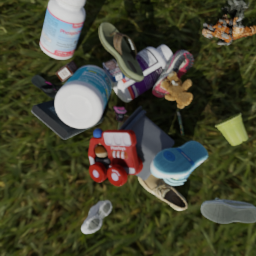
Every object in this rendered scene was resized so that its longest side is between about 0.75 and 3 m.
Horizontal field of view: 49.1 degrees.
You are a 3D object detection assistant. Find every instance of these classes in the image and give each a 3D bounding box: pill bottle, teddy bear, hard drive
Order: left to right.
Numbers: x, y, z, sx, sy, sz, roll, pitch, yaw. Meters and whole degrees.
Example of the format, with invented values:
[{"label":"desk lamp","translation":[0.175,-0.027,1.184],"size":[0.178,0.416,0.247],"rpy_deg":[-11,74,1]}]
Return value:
[{"label":"pill bottle","translation":[-2.579,-4.222,11.246],"size":[1.463,2.690,1.463],"rpy_deg":[16,45,-17]},{"label":"hard drive","translation":[-2.213,-0.529,10.782],"size":[1.692,2.424,0.399],"rpy_deg":[38,119,13]},{"label":"pill bottle","translation":[-1.528,-1.341,10.526],"size":[1.656,2.989,1.656],"rpy_deg":[3,119,5]},{"label":"pill bottle","translation":[0.578,-2.299,11.549],"size":[2.642,1.485,1.485],"rpy_deg":[-33,79,-7]},{"label":"teddy bear","translation":[1.785,-1.376,10.164],"size":[1.462,0.488,1.060],"rpy_deg":[37,94,28]}]

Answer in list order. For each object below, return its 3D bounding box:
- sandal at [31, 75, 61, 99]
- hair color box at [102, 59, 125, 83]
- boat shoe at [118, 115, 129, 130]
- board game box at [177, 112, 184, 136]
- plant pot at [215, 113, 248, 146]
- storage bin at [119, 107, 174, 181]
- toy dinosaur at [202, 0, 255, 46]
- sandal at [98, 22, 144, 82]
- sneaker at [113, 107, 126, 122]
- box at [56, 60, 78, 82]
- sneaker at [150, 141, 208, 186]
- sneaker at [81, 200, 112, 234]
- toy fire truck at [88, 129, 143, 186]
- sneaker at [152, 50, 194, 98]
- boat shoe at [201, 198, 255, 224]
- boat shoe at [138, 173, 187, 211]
[{"label":"sandal","translation":[-3.481,-1.748,11.990],"size":[1.607,0.385,0.604],"rpy_deg":[28,79,6]},{"label":"hair color box","translation":[-0.550,-2.170,10.618],"size":[0.507,0.307,1.013],"rpy_deg":[-24,48,-11]},{"label":"boat shoe","translation":[0.035,0.418,10.628],"size":[0.679,0.609,1.835],"rpy_deg":[-3,90,-37]},{"label":"board game box","translation":[2.153,-0.167,11.531],"size":[0.112,0.502,0.958],"rpy_deg":[-10,82,10]},{"label":"plant pot","translation":[3.817,0.112,10.132],"size":[1.008,1.008,0.927],"rpy_deg":[-27,88,-6]},{"label":"storage bin","translation":[0.530,0.682,10.276],"size":[1.724,2.567,1.868],"rpy_deg":[38,59,8]},{"label":"toy dinosaur","translation":[4.642,-4.533,12.399],"size":[2.599,1.327,1.764],"rpy_deg":[0,95,-17]},{"label":"sandal","translation":[-0.114,-2.955,10.464],"size":[1.128,0.810,2.840],"rpy_deg":[-12,62,-43]},{"label":"sneaker","translation":[-0.326,-0.485,10.157],"size":[0.426,1.078,0.514],"rpy_deg":[3,103,-6]},{"label":"box","translation":[-2.318,-2.184,10.689],"size":[0.564,1.126,0.422],"rpy_deg":[-32,111,14]},{"label":"sneaker","translation":[1.438,1.447,9.235],"size":[2.581,1.685,1.026],"rpy_deg":[-11,53,-42]},{"label":"sneaker","translation":[-1.205,3.174,9.987],"size":[1.411,0.701,0.550],"rpy_deg":[-43,111,-38]},{"label":"toy fire truck","translation":[-0.513,0.840,9.159],"size":[2.031,1.139,1.705],"rpy_deg":[2,108,38]},{"label":"sneaker","translation":[1.690,-2.074,10.934],"size":[0.831,0.770,2.062],"rpy_deg":[31,107,-32]},{"label":"boat shoe","translation":[3.046,2.483,8.492],"size":[1.748,0.561,0.644],"rpy_deg":[2,102,-1]},{"label":"boat shoe","translation":[1.357,2.404,10.885],"size":[2.202,0.715,0.794],"rpy_deg":[38,80,8]}]
